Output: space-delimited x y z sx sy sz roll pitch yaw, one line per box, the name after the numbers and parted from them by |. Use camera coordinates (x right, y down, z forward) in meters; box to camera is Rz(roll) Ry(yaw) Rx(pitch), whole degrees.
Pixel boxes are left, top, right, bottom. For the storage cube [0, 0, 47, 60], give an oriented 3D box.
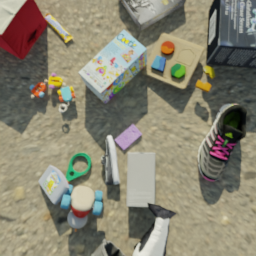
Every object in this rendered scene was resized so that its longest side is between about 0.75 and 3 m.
-3.936 -3.575 9.079 1.908 1.715 1.631 31 82 6 | storage cube

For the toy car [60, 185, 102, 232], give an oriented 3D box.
-1.499 2.550 8.558 1.160 1.113 1.259 14 109 -10 | toy car

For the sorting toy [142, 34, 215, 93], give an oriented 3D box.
1.824 -2.144 9.325 2.311 0.309 1.722 25 81 16 | sorting toy

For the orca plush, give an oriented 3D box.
0.347 3.559 8.123 1.524 1.030 2.896 6 95 -31 | orca plush

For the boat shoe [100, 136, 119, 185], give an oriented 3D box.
-0.630 1.038 8.915 0.529 0.559 1.560 -8 85 1 | boat shoe

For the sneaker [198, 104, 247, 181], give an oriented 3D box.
2.962 0.370 8.685 0.978 1.160 2.651 24 81 4 | sneaker

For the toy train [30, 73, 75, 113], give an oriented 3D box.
-2.459 -1.147 9.344 1.485 0.413 1.115 33 83 9 | toy train

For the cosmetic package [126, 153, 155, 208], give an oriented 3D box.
0.408 1.598 8.701 0.887 0.749 1.661 2 78 5 | cosmetic package

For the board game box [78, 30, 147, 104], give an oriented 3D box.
-0.446 -1.947 9.103 2.012 1.037 1.055 -45 77 -6 | board game box

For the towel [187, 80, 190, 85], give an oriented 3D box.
1.701 -1.966 9.596 0.943 0.152 0.901 8 80 0 | towel

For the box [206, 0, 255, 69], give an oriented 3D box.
4.121 -3.175 9.118 2.775 1.485 2.059 5 80 1 | box

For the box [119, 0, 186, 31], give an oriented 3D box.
0.824 -4.572 9.869 1.924 0.465 1.523 -32 82 -5 | box

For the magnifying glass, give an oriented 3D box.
-1.849 1.541 8.998 0.685 0.193 1.721 38 81 9 | magnifying glass

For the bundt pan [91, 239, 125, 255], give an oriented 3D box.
-0.178 4.392 7.129 1.072 2.855 2.855 -39 83 -5 | bundt pan

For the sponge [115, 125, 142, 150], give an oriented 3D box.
0.003 0.311 9.224 0.808 0.121 0.451 -41 83 -6 | sponge

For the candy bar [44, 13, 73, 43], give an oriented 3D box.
-2.485 -3.527 9.863 0.331 0.147 1.326 -43 84 -7 | candy bar

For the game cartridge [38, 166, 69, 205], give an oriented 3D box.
-2.288 1.701 8.631 1.133 0.229 0.755 39 92 38 | game cartridge
